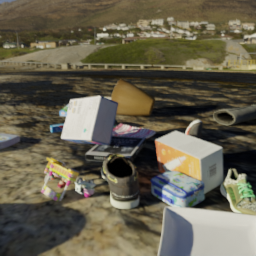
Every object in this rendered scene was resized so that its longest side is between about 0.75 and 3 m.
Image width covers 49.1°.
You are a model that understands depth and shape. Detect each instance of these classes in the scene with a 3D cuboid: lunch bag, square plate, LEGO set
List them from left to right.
[{"bbox_3d":[-1.892,1.382,7.515,1.029,0.832,2.237,31,-11,-37],"label":"LEGO set"},{"bbox_3d":[1.209,1.527,6.993,0.984,0.505,1.224,-14,20,-32],"label":"lunch bag"},{"bbox_3d":[1.597,2.166,5.128,2.011,0.289,2.030,3,16,11],"label":"square plate"}]

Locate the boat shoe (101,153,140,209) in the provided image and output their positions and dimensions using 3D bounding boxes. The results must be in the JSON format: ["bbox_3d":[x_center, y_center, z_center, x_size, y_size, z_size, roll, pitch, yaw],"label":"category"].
[{"bbox_3d":[-0.209,1.165,7.645,0.946,0.799,2.653,-3,17,-11],"label":"boat shoe"}]

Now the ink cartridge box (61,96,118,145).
[{"bbox_3d":[-1.560,-0.241,10.308,2.340,1.597,0.893,1,-15,46],"label":"ink cartridge box"}]

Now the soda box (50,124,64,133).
[{"bbox_3d":[-3.063,0.004,12.647,0.843,0.270,0.286,-9,19,-28],"label":"soda box"}]

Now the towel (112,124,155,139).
[{"bbox_3d":[0.092,0.197,11.981,1.830,0.274,1.339,9,19,28],"label":"towel"}]

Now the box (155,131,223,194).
[{"bbox_3d":[1.668,0.908,7.820,0.855,1.091,1.754,-21,24,-27],"label":"box"}]

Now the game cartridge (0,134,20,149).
[{"bbox_3d":[-5.006,0.545,10.680,1.060,0.322,1.589,10,17,22],"label":"game cartridge"}]

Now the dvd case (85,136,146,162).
[{"bbox_3d":[-0.362,0.728,10.061,1.592,0.262,2.118,3,17,17],"label":"dvd case"}]

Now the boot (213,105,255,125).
[{"bbox_3d":[6.059,-0.679,13.655,2.848,1.033,2.589,-2,1,-32],"label":"boot"}]

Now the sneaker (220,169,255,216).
[{"bbox_3d":[2.678,1.494,6.622,0.644,0.742,1.675,-2,16,-8],"label":"sneaker"}]

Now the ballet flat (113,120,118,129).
[{"bbox_3d":[-1.386,-0.267,13.039,1.834,0.624,0.627,6,27,21],"label":"ballet flat"}]

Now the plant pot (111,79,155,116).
[{"bbox_3d":[0.336,-1.444,15.250,2.084,1.942,1.942,17,20,13],"label":"plant pot"}]

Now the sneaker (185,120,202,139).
[{"bbox_3d":[2.141,0.505,8.902,0.579,1.503,0.615,-1,25,-30],"label":"sneaker"}]

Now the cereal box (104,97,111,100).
[{"bbox_3d":[-1.637,-1.516,17.515,1.723,0.473,2.395,8,19,26],"label":"cereal box"}]

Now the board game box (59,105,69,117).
[{"bbox_3d":[-2.889,-1.088,15.801,1.268,0.307,1.676,5,28,18],"label":"board game box"}]
